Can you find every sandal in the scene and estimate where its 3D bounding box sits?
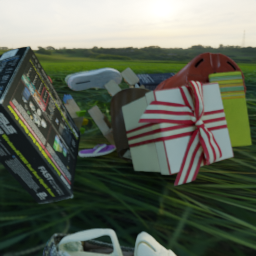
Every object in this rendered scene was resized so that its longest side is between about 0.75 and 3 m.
[{"bbox_3d":[-0.930,0.651,8.561,1.171,0.288,0.477,-12,21,-16],"label":"sandal"}]

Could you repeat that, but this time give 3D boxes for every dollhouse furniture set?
[{"bbox_3d":[-0.128,-0.560,9.459,2.015,1.851,1.311,-36,55,-2],"label":"dollhouse furniture set"}]

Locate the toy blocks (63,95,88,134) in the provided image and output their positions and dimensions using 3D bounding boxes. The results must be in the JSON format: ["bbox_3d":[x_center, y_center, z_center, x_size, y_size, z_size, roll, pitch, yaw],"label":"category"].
[{"bbox_3d":[-1.982,-0.277,8.994,0.824,1.649,1.127,-12,52,-37],"label":"toy blocks"}]

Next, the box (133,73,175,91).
[{"bbox_3d":[1.189,-1.562,11.257,1.752,0.938,1.301,-4,28,-9],"label":"box"}]

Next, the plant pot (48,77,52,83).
[{"bbox_3d":[-2.436,-0.977,7.502,0.808,0.808,0.715,-5,-20,-15],"label":"plant pot"}]

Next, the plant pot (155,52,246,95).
[{"bbox_3d":[2.270,-1.029,9.061,2.510,2.510,2.441,-4,-14,-13],"label":"plant pot"}]

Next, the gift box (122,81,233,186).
[{"bbox_3d":[1.061,0.141,6.759,2.248,2.074,2.099,-16,0,-26],"label":"gift box"}]

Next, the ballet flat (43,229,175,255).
[{"bbox_3d":[-0.056,1.911,3.972,2.525,0.908,0.908,3,18,10],"label":"ballet flat"}]

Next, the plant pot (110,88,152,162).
[{"bbox_3d":[0.206,0.044,8.426,1.711,1.711,1.830,2,55,6],"label":"plant pot"}]

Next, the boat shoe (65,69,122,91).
[{"bbox_3d":[-1.111,-1.637,9.145,1.923,0.692,0.597,-10,33,-32],"label":"boat shoe"}]

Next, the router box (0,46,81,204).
[{"bbox_3d":[-1.962,-0.009,5.879,0.837,2.695,2.019,-15,40,9],"label":"router box"}]

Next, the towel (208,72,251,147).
[{"bbox_3d":[2.758,-0.511,7.635,0.892,2.072,0.187,-4,-11,2],"label":"towel"}]
